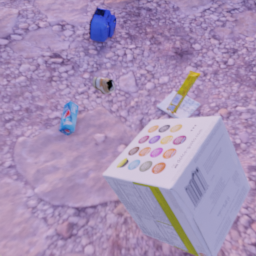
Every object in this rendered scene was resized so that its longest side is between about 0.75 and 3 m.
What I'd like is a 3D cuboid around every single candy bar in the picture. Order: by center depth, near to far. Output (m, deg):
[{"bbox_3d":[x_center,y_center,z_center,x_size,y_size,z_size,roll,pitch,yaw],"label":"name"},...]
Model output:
[{"bbox_3d":[2.355,-1.545,12.000,0.547,0.243,2.194,29,82,28],"label":"candy bar"}]

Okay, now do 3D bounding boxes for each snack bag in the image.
[{"bbox_3d":[2.203,-0.994,12.304,1.459,0.156,1.376,35,61,24],"label":"snack bag"}]

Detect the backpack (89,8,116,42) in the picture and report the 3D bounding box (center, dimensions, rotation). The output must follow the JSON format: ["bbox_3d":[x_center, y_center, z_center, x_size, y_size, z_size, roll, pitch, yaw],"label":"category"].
[{"bbox_3d":[-1.387,-5.475,15.058,1.366,1.323,1.628,11,52,6],"label":"backpack"}]

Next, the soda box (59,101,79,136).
[{"bbox_3d":[-2.432,-0.401,11.524,0.449,0.474,1.399,-28,44,32],"label":"soda box"}]

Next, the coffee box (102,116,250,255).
[{"bbox_3d":[1.420,1.524,8.030,2.605,2.634,2.630,-1,38,50],"label":"coffee box"}]

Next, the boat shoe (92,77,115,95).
[{"bbox_3d":[-0.857,-1.725,11.678,0.590,1.726,0.645,7,94,19],"label":"boat shoe"}]
